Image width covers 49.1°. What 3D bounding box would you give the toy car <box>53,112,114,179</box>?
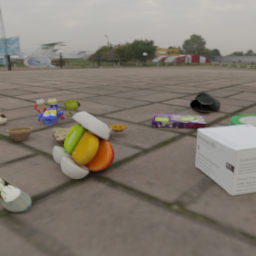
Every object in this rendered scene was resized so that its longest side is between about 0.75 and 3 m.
[{"bbox_3d":[-1.137,0.588,8.156,1.461,1.705,1.948,31,-1,-33],"label":"toy car"}]

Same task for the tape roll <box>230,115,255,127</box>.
[{"bbox_3d":[5.474,0.036,11.401,2.519,0.605,2.519,1,15,0],"label":"tape roll"}]

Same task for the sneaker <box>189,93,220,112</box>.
[{"bbox_3d":[4.198,-1.480,16.222,1.524,0.877,2.921,1,19,-15],"label":"sneaker"}]

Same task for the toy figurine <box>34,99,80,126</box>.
[{"bbox_3d":[-3.450,-0.494,13.388,2.293,1.210,1.374,-1,44,4],"label":"toy figurine"}]

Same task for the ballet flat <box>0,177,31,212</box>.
[{"bbox_3d":[-2.786,1.489,6.400,1.497,0.477,0.505,12,48,40],"label":"ballet flat"}]

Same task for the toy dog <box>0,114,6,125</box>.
[{"bbox_3d":[-6.157,-0.421,12.909,1.005,0.701,0.974,-4,23,-21],"label":"toy dog"}]

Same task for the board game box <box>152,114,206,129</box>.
[{"bbox_3d":[2.343,-0.304,13.138,2.393,0.386,1.436,3,20,9],"label":"board game box"}]

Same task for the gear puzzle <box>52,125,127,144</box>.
[{"bbox_3d":[-1.449,0.200,11.019,2.922,0.383,1.513,-9,17,-22],"label":"gear puzzle"}]

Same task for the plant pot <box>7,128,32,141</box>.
[{"bbox_3d":[-4.184,0.259,10.861,0.922,0.425,0.922,-1,9,0],"label":"plant pot"}]

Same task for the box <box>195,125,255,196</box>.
[{"bbox_3d":[3.110,0.768,7.653,1.874,1.225,1.864,-4,16,-15],"label":"box"}]
